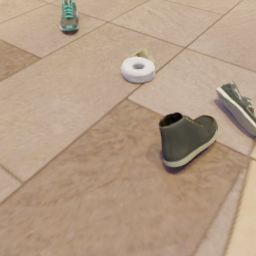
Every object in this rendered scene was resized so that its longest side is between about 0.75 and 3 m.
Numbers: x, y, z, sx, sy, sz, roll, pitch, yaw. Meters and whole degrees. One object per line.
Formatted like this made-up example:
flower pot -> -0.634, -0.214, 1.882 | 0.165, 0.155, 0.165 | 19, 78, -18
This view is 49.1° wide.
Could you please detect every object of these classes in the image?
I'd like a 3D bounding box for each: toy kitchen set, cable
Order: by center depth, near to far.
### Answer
cable -> 0.396, -2.221, 10.666 | 1.280, 0.443, 1.280 | -7, 46, -7
toy kitchen set -> 0.486, -2.695, 11.256 | 0.793, 0.716, 0.647 | -12, 23, 50

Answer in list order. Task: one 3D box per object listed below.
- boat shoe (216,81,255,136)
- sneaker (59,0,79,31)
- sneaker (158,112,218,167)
boat shoe -> 3.599, -0.664, 8.769 | 0.716, 0.760, 2.117 | -26, 52, 2
sneaker -> -2.903, -5.552, 13.493 | 0.958, 1.127, 2.470 | -7, 46, -7
sneaker -> 1.751, -0.052, 7.734 | 0.886, 1.258, 2.368 | 10, 35, 41
